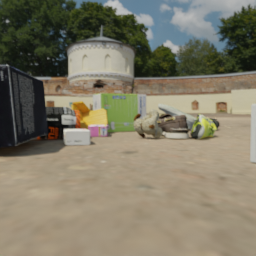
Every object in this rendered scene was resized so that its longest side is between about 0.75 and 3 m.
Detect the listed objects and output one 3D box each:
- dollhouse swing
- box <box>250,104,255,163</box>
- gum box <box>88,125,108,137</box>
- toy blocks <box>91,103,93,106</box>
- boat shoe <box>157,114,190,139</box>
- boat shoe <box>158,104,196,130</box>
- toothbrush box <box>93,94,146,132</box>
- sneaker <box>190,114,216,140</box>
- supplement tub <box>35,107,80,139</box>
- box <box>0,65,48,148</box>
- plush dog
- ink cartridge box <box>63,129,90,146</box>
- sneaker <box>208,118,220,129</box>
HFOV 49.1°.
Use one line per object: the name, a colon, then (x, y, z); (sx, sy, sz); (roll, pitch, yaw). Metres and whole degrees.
dollhouse swing: (-1.577, -0.537, 11.520); (1.074, 1.222, 1.111); (-22, -42, 14)
box: (3.030, 0.124, 4.582); (0.847, 1.081, 1.738); (-2, 4, -33)
gum box: (-1.137, 0.101, 10.811); (0.684, 0.398, 1.205); (-1, 4, -2)
toy blocks: (-1.799, -0.462, 16.623); (1.361, 1.617, 1.511); (34, 0, -26)
boat shoe: (1.497, -0.123, 10.618); (1.003, 0.831, 2.791); (0, 4, -12)
boat shoe: (2.329, -0.536, 13.938); (2.114, 0.753, 0.737); (28, 16, 21)
toothbrush box: (-0.385, -0.702, 13.138); (2.385, 1.737, 1.027); (-3, 4, -27)
sneaker: (2.755, -0.030, 10.023); (0.824, 0.813, 2.156); (24, 19, 12)
supplement tub: (-2.566, -0.171, 9.449); (1.793, 1.099, 1.099); (-1, 4, -19)
box: (-3.839, -0.436, 7.000); (2.915, 1.796, 2.891); (-4, 3, -3)
plush dog: (0.595, -0.056, 9.623); (0.890, 1.036, 0.832); (-7, 11, 33)
ink cartridge box: (-1.505, 0.256, 8.161); (0.705, 0.405, 0.972); (-1, 3, -16)
sneaker: (4.342, -0.217, 14.473); (1.060, 0.610, 2.032); (-6, 2, -18)
